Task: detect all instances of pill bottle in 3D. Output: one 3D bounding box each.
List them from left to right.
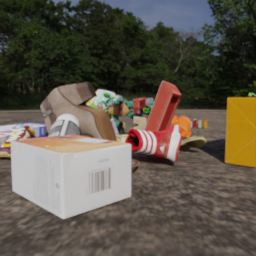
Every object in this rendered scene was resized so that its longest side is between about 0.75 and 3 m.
[{"bbox_3d":[-1.888,0.279,8.211,0.894,0.894,1.536,0,32,-1],"label":"pill bottle"}]

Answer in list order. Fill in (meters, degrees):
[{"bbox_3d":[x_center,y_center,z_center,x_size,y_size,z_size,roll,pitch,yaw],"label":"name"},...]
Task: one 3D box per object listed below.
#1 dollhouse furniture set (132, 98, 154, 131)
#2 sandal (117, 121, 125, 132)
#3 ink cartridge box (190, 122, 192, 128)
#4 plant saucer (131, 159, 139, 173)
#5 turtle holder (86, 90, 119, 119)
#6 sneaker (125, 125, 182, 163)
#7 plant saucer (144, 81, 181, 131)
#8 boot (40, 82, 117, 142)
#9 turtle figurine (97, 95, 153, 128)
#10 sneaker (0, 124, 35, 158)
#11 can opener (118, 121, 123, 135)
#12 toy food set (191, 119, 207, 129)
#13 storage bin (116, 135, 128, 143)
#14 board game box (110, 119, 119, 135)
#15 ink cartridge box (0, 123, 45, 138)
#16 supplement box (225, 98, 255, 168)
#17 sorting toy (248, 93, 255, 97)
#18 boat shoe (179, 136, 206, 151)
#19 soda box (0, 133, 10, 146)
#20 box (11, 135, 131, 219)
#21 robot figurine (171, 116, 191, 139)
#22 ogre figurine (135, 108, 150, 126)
[{"bbox_3d":[0.813,-0.469,11.847,1.188,1.572,2.922,-2,-7,1],"label":"dollhouse furniture set"},{"bbox_3d":[-0.404,-0.013,15.068,0.514,0.764,1.903,22,4,6],"label":"sandal"},{"bbox_3d":[3.621,-0.246,18.138,0.667,0.390,1.149,0,6,-4],"label":"ink cartridge box"},{"bbox_3d":[-0.387,0.970,7.106,1.338,0.230,1.338,2,6,0],"label":"plant saucer"},{"bbox_3d":[-1.450,-1.058,13.864,2.191,1.556,1.665,11,-2,12],"label":"turtle holder"},{"bbox_3d":[0.747,0.277,8.465,1.538,1.043,2.663,13,1,5],"label":"sneaker"},{"bbox_3d":[1.284,-0.402,10.436,0.460,2.507,2.502,23,11,16],"label":"plant saucer"},{"bbox_3d":[-1.802,-0.126,9.742,2.137,2.922,1.026,-26,-9,20],"label":"boot"},{"bbox_3d":[-0.352,-0.742,11.965,2.758,2.064,1.388,3,49,0],"label":"turtle figurine"},{"bbox_3d":[-3.677,0.380,9.161,0.826,0.993,2.203,0,6,-1],"label":"sneaker"},{"bbox_3d":[-0.369,0.002,13.459,0.259,0.780,0.205,-31,49,-28],"label":"can opener"},{"bbox_3d":[4.406,-0.316,17.813,0.633,0.596,1.325,-2,6,-22],"label":"toy food set"},{"bbox_3d":[-0.057,0.508,10.696,0.930,0.436,0.924,-3,6,-26],"label":"storage bin"},{"bbox_3d":[-0.920,0.064,11.770,0.920,0.918,0.189,-4,32,27],"label":"board game box"},{"bbox_3d":[-5.174,0.197,12.868,1.775,0.624,2.975,4,10,32],"label":"ink cartridge box"},{"bbox_3d":[4.624,0.059,8.006,2.754,1.854,2.792,5,8,39],"label":"supplement box"},{"bbox_3d":[4.251,-1.029,8.847,0.844,0.124,0.624,-1,6,-18],"label":"sorting toy"},{"bbox_3d":[2.118,0.460,9.345,0.432,0.372,1.184,34,-31,-16],"label":"boat shoe"},{"bbox_3d":[-4.370,0.560,9.284,0.573,0.613,1.799,0,6,1],"label":"soda box"},{"bbox_3d":[-1.117,0.762,5.297,1.943,1.033,1.479,6,8,45],"label":"box"},{"bbox_3d":[2.404,-0.032,12.657,0.953,0.773,1.325,17,38,17],"label":"robot figurine"},{"bbox_3d":[1.233,-0.497,15.212,1.303,2.173,1.066,17,42,-7],"label":"ogre figurine"}]
